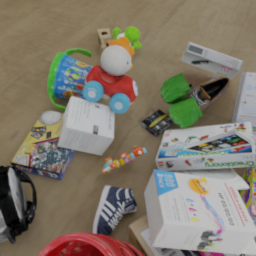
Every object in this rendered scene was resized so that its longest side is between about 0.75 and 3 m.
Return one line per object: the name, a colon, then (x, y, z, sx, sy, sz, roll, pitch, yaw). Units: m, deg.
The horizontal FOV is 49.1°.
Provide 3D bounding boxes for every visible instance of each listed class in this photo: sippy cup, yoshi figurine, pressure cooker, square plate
sippy cup: (-2.206, -2.019, 11.874, 1.841, 2.513, 1.973, 14, 20, -2)
yoshi figurine: (-0.091, -4.348, 14.078, 1.469, 1.475, 2.624, 1, 39, 10)
pressure cooker: (-3.794, 2.168, 7.860, 2.373, 2.119, 2.087, -16, 89, -14)
square plate: (2.531, 1.487, 8.828, 1.881, 0.270, 1.899, -5, 13, 3)

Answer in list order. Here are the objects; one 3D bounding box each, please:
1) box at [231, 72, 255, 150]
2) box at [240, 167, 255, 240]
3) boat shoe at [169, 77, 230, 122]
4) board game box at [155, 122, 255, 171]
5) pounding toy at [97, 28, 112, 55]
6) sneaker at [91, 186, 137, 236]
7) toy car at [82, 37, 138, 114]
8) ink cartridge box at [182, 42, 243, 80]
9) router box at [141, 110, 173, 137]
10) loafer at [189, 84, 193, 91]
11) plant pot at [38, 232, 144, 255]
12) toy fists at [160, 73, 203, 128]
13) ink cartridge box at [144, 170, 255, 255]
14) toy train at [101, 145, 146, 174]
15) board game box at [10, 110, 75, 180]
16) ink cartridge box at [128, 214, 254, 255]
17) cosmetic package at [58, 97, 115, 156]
box: (4.858, -0.535, 9.956, 2.066, 2.651, 0.546, 7, 12, 1)
box: (4.558, 2.203, 8.299, 2.126, 1.347, 2.207, 12, 49, 12)
boat shoe: (2.749, -1.198, 10.875, 2.723, 0.986, 0.984, -38, 84, -7)
board game box: (2.539, 0.606, 9.270, 2.984, 0.516, 1.884, -6, 28, 23)
pounding toy: (-1.108, -4.417, 14.241, 0.710, 1.363, 1.552, -8, 49, -8)
sneaker: (-0.362, 2.607, 8.279, 1.099, 0.710, 2.026, 0, 45, 12)
toy car: (-0.333, -2.027, 9.846, 1.958, 2.214, 2.040, 24, 31, -4)
ink cartridge box: (3.483, -2.709, 12.155, 2.328, 2.020, 0.507, 22, 82, 7)
router box: (1.173, -0.204, 11.173, 1.045, 0.273, 0.822, -34, 58, -27)
loafer: (2.370, -1.598, 12.326, 1.275, 0.444, 0.479, -31, 55, -25)
plant pot: (-0.653, 3.615, 6.108, 2.407, 2.192, 2.407, -11, 63, 23)
toy fists: (1.917, -0.988, 10.440, 1.088, 0.734, 2.135, -27, 64, 17)
ink cartridge box: (1.942, 2.085, 6.937, 2.837, 0.962, 1.633, 10, 35, -11)
toy train: (-0.220, 0.995, 9.266, 1.559, 1.171, 0.434, -23, 78, -13)
board game box: (-2.819, 0.528, 10.393, 1.824, 0.466, 2.692, 11, 48, 10)
ink cartridge box: (1.692, 3.340, 7.443, 2.335, 1.064, 2.834, -26, 52, -21)
cosmetic package: (-1.444, -0.027, 9.826, 1.629, 1.344, 1.343, 13, 54, -19)
